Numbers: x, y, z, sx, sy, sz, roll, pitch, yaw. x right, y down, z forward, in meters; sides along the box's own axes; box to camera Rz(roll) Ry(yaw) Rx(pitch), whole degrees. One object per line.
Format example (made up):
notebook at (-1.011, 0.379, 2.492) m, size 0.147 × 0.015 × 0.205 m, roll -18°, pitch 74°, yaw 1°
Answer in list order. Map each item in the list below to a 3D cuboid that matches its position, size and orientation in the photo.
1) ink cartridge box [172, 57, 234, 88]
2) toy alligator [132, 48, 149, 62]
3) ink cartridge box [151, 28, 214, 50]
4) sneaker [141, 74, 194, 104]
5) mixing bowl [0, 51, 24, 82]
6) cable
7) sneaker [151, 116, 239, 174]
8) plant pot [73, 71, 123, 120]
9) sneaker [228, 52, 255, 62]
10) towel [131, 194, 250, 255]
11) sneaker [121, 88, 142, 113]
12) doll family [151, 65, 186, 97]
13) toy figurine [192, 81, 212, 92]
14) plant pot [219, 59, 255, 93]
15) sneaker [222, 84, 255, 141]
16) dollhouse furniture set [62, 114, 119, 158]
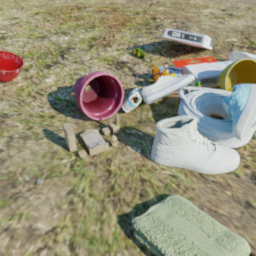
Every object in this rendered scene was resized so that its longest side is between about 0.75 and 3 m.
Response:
ink cartridge box at (3.822, -3.046, 13.861) m, size 2.436 × 0.855 × 2.998 m, roll -9°, pitch 44°, yaw -10°
toy alligator at (0.719, -4.056, 15.285) m, size 0.493 × 0.357 × 1.487 m, roll -16°, pitch 42°, yaw -36°
ink cartridge box at (3.050, -4.924, 15.329) m, size 2.828 × 0.614 × 2.802 m, roll 18°, pitch 18°, yaw 21°
sneaker at (1.578, -1.765, 11.358) m, size 2.237 × 0.817 × 0.792 m, roll -24°, pitch 84°, yaw -3°
mixing bowl at (-5.847, -2.776, 13.172) m, size 1.705 × 0.924 × 1.705 m, roll 14°, pitch 41°, yaw -12°
cable at (3.287, -0.412, 10.395) m, size 2.860 × 0.990 × 2.860 m, roll 3°, pitch 40°, yaw 2°
sneaker at (2.201, 0.487, 8.777) m, size 2.846 × 1.644 × 1.048 m, roll 5°, pitch 38°, yaw 3°
plant pot at (-1.344, -1.383, 11.123) m, size 1.826 × 1.826 × 1.635 m, roll -21°, pitch 27°, yaw -24°
sneaker at (6.231, -3.440, 14.392) m, size 2.104 × 0.804 × 0.847 m, roll 23°, pitch 35°, yaw 17°
towel at (1.460, 2.664, 6.845) m, size 1.836 × 0.452 × 2.475 m, roll -27°, pitch 42°, yaw -33°
sneaker at (0.300, -1.194, 11.479) m, size 0.579 × 0.611 × 1.514 m, roll 47°, pitch 40°, yaw -14°
doll family at (1.807, -2.411, 12.755) m, size 1.487 × 1.079 × 2.396 m, roll 2°, pitch 39°, yaw 2°
toy figurine at (3.299, -1.560, 12.207) m, size 0.845 × 0.689 × 0.918 m, roll 20°, pitch 1°, yaw -2°
plant pot at (4.645, -2.067, 12.067) m, size 1.794 × 1.794 × 1.273 m, roll -9°, pitch 16°, yaw -11°
sneaker at (3.593, -0.560, 9.258) m, size 1.081 × 0.976 × 2.639 m, roll 8°, pitch 40°, yaw 28°
dollhouse furniture set at (-1.124, 0.218, 9.647) m, size 1.929 × 0.854 × 1.000 m, roll -18°, pitch 45°, yaw -20°
